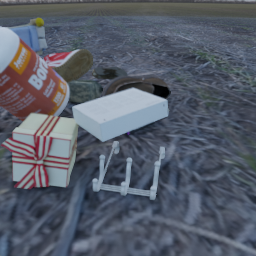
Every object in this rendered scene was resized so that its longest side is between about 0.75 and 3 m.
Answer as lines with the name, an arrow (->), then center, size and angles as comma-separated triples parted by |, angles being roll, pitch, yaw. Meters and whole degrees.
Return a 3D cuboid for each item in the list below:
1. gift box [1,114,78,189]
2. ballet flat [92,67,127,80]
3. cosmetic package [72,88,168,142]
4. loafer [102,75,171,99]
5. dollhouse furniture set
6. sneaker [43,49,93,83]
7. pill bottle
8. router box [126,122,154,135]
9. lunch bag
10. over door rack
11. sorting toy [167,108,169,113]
gift box -> -1.615, 0.450, 5.264 | 1.228, 1.133, 1.146 | 3, 22, -3
ballet flat -> -0.605, -1.764, 9.276 | 1.408, 0.326, 0.474 | -9, 67, -43
cosmetic package -> -0.152, -0.306, 5.262 | 1.442, 0.373, 1.087 | -21, 27, -28
loafer -> 0.351, -1.079, 8.512 | 2.646, 0.966, 0.939 | -23, 38, -39
dollhouse furniture set -> -3.691, -2.750, 10.379 | 1.549, 2.373, 2.240 | 15, 30, 31
sneaker -> -2.736, -1.789, 9.665 | 1.675, 1.061, 2.978 | 7, 38, 43
pill bottle -> -2.742, -1.273, 6.485 | 1.514, 2.700, 1.514 | -16, 54, 23
router box -> 0.108, -0.195, 7.519 | 0.758, 0.260, 1.017 | 23, 34, 39
lunch bag -> -1.426, -1.227, 9.176 | 0.990, 0.690, 0.830 | 6, 18, 23
over door rack -> 0.071, 0.677, 5.397 | 1.135, 0.512, 1.536 | 6, 29, 11
sorting toy -> 0.693, -0.478, 7.479 | 0.681, 1.210, 0.165 | 26, 72, 1
